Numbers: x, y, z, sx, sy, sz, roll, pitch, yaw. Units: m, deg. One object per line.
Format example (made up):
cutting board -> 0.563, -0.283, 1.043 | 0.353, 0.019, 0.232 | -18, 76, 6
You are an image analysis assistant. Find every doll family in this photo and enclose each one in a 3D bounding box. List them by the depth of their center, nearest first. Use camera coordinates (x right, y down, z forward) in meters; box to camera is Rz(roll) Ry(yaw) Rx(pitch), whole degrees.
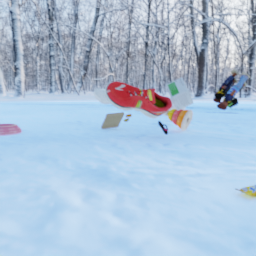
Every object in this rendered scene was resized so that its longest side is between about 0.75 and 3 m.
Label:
doll family -> 3.625, -1.256, 10.128 | 0.944, 1.390, 2.406 | 43, 9, 21

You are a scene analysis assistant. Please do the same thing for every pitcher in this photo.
pitcher -> 2.512, -1.149, 14.581 | 1.022, 1.446, 1.685 | 32, 53, 13

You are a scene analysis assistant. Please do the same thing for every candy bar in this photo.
candy bar -> 2.570, 1.088, 5.147 | 1.405, 0.156, 0.350 | -5, 9, -28

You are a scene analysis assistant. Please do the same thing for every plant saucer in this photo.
plant saucer -> -5.356, 0.054, 12.024 | 1.456, 0.369, 1.456 | -1, 8, 0

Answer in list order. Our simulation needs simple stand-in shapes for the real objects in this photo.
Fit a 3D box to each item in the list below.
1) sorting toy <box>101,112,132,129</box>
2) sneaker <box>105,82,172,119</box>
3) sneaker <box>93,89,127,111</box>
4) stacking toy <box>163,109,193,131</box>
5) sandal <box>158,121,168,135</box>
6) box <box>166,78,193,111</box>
sorting toy -> -0.554, -0.381, 13.213 | 1.368, 1.019, 0.183 | -8, 55, -28
sneaker -> 0.463, -1.183, 10.356 | 2.750, 1.059, 1.168 | 13, -22, -30
sneaker -> -0.596, -1.454, 12.685 | 1.925, 0.750, 0.956 | 15, -24, -13
stacking toy -> 2.115, -0.543, 12.539 | 1.371, 1.001, 1.001 | 25, 18, 25
sandal -> 1.397, -0.002, 10.781 | 0.195, 0.324, 0.864 | -24, -38, 16
box -> 2.040, -1.333, 11.088 | 0.723, 0.844, 0.840 | -24, 47, 12
